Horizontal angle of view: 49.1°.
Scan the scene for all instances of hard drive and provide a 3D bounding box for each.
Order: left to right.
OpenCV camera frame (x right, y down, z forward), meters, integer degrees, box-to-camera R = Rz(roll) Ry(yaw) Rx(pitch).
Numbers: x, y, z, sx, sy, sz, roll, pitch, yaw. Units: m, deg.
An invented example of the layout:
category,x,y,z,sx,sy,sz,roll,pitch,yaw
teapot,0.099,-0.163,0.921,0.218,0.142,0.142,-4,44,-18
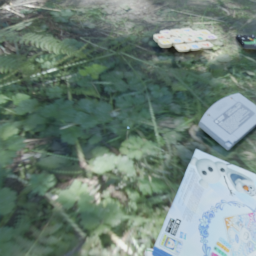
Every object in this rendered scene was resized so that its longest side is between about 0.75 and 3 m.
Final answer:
category,x,y,z,sx,sy,sz,roll,pitch,yaw
hard drive,5.093,-3.622,11.778,0.822,0.223,1.177,1,36,0

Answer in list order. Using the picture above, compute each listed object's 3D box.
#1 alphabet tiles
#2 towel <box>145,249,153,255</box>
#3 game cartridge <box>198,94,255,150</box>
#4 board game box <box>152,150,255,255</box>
category,x,y,z,sx,sy,sz,roll,pitch,yaw
alphabet tiles,2.375,-3.767,11.730,2.462,0.180,2.408,-9,38,-10
towel,0.908,3.527,5.884,1.332,0.204,1.746,10,46,0
game cartridge,3.286,-0.293,8.985,2.058,0.416,1.372,-32,66,-26
board game box,2.482,2.271,6.617,2.944,0.642,2.958,23,51,15
